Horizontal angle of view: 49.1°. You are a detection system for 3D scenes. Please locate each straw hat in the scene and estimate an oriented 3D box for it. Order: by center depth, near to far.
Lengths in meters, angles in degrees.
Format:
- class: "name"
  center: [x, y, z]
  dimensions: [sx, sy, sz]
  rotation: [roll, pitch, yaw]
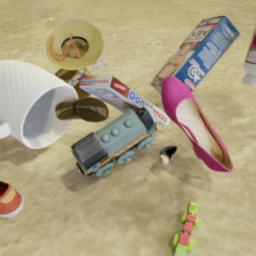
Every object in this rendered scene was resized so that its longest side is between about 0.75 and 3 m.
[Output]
- class: "straw hat"
  center: [-1.733, -2.556, 9.167]
  dimensions: [1.894, 0.802, 1.894]
  rotation: [1, 76, -4]

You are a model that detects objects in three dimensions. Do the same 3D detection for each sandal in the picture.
- class: "sandal"
  center: [-1.275, -0.484, 7.897]
  dimensions: [1.751, 0.703, 0.473]
  rotation: [0, -1, 26]

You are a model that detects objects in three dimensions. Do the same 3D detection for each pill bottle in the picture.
- class: "pill bottle"
  center: [4.227, -2.230, 8.575]
  dimensions: [1.116, 1.975, 1.116]
  rotation: [11, 18, -4]

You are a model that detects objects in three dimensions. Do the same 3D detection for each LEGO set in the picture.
- class: "LEGO set"
  center: [-1.552, -1.828, 9.383]
  dimensions: [1.831, 0.449, 1.368]
  rotation: [-26, 37, -9]

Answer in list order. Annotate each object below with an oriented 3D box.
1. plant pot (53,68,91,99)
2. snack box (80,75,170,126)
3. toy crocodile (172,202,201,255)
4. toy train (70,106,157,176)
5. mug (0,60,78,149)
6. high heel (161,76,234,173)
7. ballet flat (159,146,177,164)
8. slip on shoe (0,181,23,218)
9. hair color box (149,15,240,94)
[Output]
- class: "plant pot"
  center: [-1.892, -1.436, 9.682]
  dimensions: [1.509, 1.509, 0.207]
  rotation: [-15, 33, -18]
- class: "snack box"
  center: [0.030, -0.680, 7.872]
  dimensions: [1.050, 2.921, 0.355]
  rotation: [7, 77, 39]
- class: "toy crocodile"
  center: [1.272, 2.229, 6.039]
  dimensions: [0.431, 0.394, 1.277]
  rotation: [20, 57, 16]
- class: "toy train"
  center: [-0.312, 0.350, 7.193]
  dimensions: [2.479, 1.413, 1.057]
  rotation: [-32, 73, -7]
- class: "mug"
  center: [-3.220, -0.664, 7.877]
  dimensions: [2.400, 2.021, 2.737]
  rotation: [33, 54, 22]
- class: "high heel"
  center: [1.677, -0.071, 6.756]
  dimensions: [0.886, 2.631, 1.262]
  rotation: [-29, 17, -12]
- class: "ballet flat"
  center: [1.095, 0.693, 7.656]
  dimensions: [0.304, 0.356, 1.071]
  rotation: [-31, 3, 25]
- class: "slip on shoe"
  center: [-3.738, 1.478, 6.763]
  dimensions: [2.528, 0.773, 0.936]
  rotation: [10, 42, 15]
- class: "hair color box"
  center: [2.166, -2.303, 9.454]
  dimensions: [2.953, 0.894, 1.477]
  rotation: [-51, 21, 0]
